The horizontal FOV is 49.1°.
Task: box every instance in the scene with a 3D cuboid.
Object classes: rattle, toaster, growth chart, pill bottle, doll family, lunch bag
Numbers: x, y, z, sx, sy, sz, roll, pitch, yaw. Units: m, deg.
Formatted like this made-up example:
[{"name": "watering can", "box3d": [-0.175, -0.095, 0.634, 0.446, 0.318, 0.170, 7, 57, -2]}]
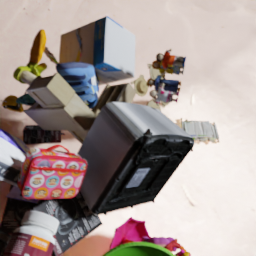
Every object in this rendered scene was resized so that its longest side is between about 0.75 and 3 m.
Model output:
[{"name": "rattle", "box3d": [-2.057, -1.448, 8.399, 2.315, 1.507, 1.654, 30, 72, -16]}, {"name": "toaster", "box3d": [0.186, 0.713, 7.314, 2.491, 2.755, 1.635, 2, 36, -48]}, {"name": "growth chart", "box3d": [2.485, 0.101, 9.736, 1.351, 0.120, 0.978, 6, 57, 4]}, {"name": "pill bottle", "box3d": [-1.865, 2.364, 5.195, 0.827, 0.827, 1.448, 10, 55, 7]}, {"name": "doll family", "box3d": [1.026, -1.393, 7.861, 0.969, 0.704, 1.561, 11, 97, 11]}, {"name": "growth chart", "box3d": [-2.420, -2.249, 8.653, 0.085, 0.691, 0.956, -41, 75, 11]}, {"name": "lunch bag", "box3d": [-1.555, 0.905, 5.907, 1.313, 1.157, 0.538, 11, 16, -38]}]

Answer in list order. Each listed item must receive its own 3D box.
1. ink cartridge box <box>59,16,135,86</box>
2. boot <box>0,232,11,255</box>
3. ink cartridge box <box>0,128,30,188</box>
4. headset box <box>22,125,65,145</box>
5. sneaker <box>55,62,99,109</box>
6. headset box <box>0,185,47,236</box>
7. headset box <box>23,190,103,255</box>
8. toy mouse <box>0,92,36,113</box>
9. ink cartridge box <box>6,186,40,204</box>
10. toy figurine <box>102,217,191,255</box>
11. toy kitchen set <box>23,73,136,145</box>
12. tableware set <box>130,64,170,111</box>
[{"name": "ink cartridge box", "box3d": [-0.956, -2.192, 8.525, 1.937, 1.426, 1.401, -6, 79, 36]}, {"name": "boot", "box3d": [-3.265, 2.888, 5.861, 1.677, 0.581, 1.460, -12, 30, 33]}, {"name": "ink cartridge box", "box3d": [-2.967, 0.542, 6.636, 2.413, 2.436, 0.529, 36, 82, 34]}, {"name": "headset box", "box3d": [-2.657, 0.191, 8.930, 1.246, 0.481, 0.927, -1, 11, -15]}, {"name": "sneaker", "box3d": [-1.261, -1.116, 7.553, 0.843, 2.280, 0.938, 1, 82, 11]}, {"name": "headset box", "box3d": [-2.493, 2.369, 7.757, 1.633, 0.847, 2.194, 0, 56, -1]}, {"name": "headset box", "box3d": [-1.627, 2.292, 6.903, 1.673, 0.646, 1.245, -23, 82, -47]}, {"name": "toy mouse", "box3d": [-2.951, -0.778, 9.018, 1.987, 2.236, 0.433, -1, 77, 15]}, {"name": "ink cartridge box", "box3d": [-2.488, 1.503, 7.436, 1.106, 0.242, 1.116, 3, 45, 26]}, {"name": "toy figurine", "box3d": [0.513, 2.963, 6.449, 2.710, 2.494, 2.034, -5, 96, 0]}, {"name": "toy kitchen set", "box3d": [-1.527, -0.948, 8.086, 1.978, 2.425, 2.188, 0, 52, 41]}, {"name": "tableware set", "box3d": [0.908, -1.238, 9.724, 0.226, 1.946, 1.625, -1, 32, 49]}]
